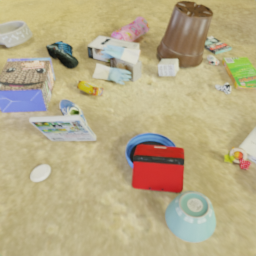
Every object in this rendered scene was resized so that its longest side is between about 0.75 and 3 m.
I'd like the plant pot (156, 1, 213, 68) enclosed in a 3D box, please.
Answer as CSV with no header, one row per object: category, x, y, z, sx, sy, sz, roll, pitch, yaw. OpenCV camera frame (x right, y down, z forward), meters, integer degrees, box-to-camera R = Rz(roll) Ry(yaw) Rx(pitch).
plant pot,3.080,-4.996,14.770,2.649,2.623,2.649,6,46,-6

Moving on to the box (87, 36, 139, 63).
box,-0.824,-4.299,15.634,2.540,0.764,1.482,16,46,16

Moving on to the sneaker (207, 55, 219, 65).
sneaker,4.548,-3.701,15.331,0.416,0.313,0.890,-16,48,-24

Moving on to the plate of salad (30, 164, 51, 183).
plate of salad,-3.045,1.598,9.771,0.761,0.183,0.761,-11,42,10

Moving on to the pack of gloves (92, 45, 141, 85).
pack of gloves,-0.683,-3.178,13.727,2.196,0.433,1.845,17,87,27

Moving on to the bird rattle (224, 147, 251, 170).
bird rattle,3.907,1.060,9.941,0.911,0.743,0.513,22,34,31

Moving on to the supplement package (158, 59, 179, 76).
supplement package,2.014,-3.016,13.998,0.835,0.614,0.799,4,35,23

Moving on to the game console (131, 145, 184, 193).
game console,1.065,1.367,9.780,1.725,1.024,1.486,4,22,9

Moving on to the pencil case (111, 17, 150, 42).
pencil case,0.157,-5.715,16.868,1.177,1.177,2.692,26,49,25

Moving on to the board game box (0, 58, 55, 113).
board game box,-4.631,-1.994,12.823,2.051,1.246,2.573,-2,44,-3

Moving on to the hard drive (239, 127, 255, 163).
hard drive,5.300,0.625,10.754,1.393,0.282,2.111,31,52,29

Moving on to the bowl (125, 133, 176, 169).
bowl,0.856,0.970,10.313,1.910,0.375,1.910,0,43,0

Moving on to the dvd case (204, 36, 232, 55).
dvd case,5.110,-4.969,16.780,1.273,0.192,1.744,-22,48,-21

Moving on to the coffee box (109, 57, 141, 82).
coffee box,-0.143,-3.160,14.300,1.671,0.955,0.666,32,52,31

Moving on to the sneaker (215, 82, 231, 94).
sneaker,4.569,-2.007,13.370,0.328,0.534,0.821,-26,49,-26

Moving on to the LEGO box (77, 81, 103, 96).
LEGO box,-1.767,-1.852,13.084,0.987,0.381,0.735,26,17,26

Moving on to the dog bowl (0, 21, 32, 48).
dog bowl,-7.159,-5.678,16.859,2.579,0.756,2.579,-6,40,5

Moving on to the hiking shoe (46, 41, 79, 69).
hiking shoe,-3.391,-4.112,15.169,1.143,0.981,2.637,-40,55,-20

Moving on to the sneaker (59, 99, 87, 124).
sneaker,-2.304,-0.700,11.777,0.799,0.813,2.112,-26,47,-23

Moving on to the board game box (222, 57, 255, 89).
board game box,5.850,-2.779,14.305,1.341,0.421,2.808,-1,40,-1

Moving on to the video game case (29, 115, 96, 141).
video game case,-2.307,0.049,10.147,1.877,1.711,0.207,-1,63,14

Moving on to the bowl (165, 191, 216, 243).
bowl,1.906,2.504,8.377,1.543,0.807,1.543,-1,43,1
